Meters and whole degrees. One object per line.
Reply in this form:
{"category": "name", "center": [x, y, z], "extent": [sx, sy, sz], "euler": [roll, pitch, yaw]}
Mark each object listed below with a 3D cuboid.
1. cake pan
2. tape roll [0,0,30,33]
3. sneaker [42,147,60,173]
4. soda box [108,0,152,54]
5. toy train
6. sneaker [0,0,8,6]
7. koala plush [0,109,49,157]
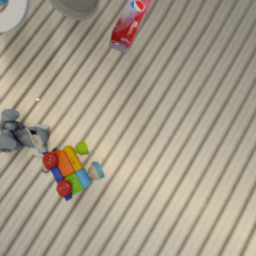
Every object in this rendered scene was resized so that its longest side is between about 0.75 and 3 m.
{"category": "cake pan", "center": [-1.694, -4.366, 8.266], "extent": [2.315, 2.315, 0.425], "euler": [31, 56, 7]}
{"category": "tape roll", "center": [-3.698, -3.648, 7.615], "extent": [2.042, 0.373, 2.042], "euler": [1, 114, 1]}
{"category": "sneaker", "center": [-2.665, 1.081, 9.572], "extent": [0.363, 0.390, 0.983], "euler": [25, 79, 4]}
{"category": "soda box", "center": [0.087, -2.896, 7.599], "extent": [0.576, 0.636, 1.817], "euler": [23, 62, -3]}
{"category": "toy train", "center": [-1.747, 0.719, 7.916], "extent": [1.377, 1.007, 2.380], "euler": [-26, 81, -18]}
{"category": "sneaker", "center": [-3.856, -4.479, 8.914], "extent": [2.447, 0.973, 1.598], "euler": [-13, 33, 7]}
{"category": "koala plush", "center": [-3.470, 0.287, 9.455], "extent": [1.578, 1.450, 1.399], "euler": [6, 63, -20]}
